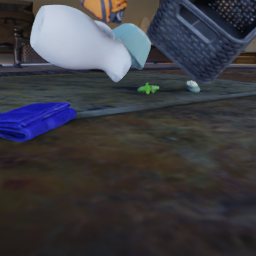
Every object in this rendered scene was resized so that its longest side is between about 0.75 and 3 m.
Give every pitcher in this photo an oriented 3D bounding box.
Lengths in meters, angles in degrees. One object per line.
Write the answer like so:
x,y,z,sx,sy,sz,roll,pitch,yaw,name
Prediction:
-1.317,-2.524,7.807,2.510,1.522,2.154,13,46,-35,pitcher

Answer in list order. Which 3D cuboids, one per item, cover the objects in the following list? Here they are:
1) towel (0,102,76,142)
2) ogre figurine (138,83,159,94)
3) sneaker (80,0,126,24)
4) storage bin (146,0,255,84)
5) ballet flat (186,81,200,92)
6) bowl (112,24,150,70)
-3.087,-0.340,8.677,1.985,0.666,2.688,6,17,18,towel
1.053,-2.137,15.188,1.135,0.557,0.680,16,7,12,ogre figurine
0.093,-3.141,6.379,2.653,1.486,1.029,9,24,15,sneaker
1.930,-2.424,6.184,1.820,1.262,2.692,43,55,7,storage bin
3.715,-2.458,16.283,0.598,0.598,1.610,-3,16,-9,ballet flat
0.120,-3.323,11.020,1.945,1.017,1.945,40,-1,1,bowl
